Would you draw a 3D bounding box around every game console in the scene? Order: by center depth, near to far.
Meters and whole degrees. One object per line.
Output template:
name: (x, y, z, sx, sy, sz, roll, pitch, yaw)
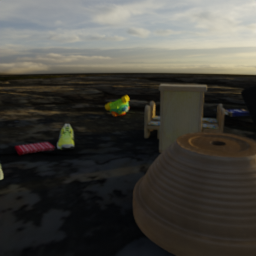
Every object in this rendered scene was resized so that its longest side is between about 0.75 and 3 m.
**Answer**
game console: (6.200, -0.695, 11.009, 2.436, 1.612, 2.770, 23, 41, -19)

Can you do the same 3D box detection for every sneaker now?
sneaker: (-1.996, 0.293, 8.895, 0.545, 0.553, 1.446, -2, 17, -15)

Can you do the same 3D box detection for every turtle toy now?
turtle toy: (-0.403, -0.999, 13.424, 1.120, 0.777, 1.537, -22, 8, 11)

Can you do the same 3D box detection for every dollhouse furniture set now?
dollhouse furniture set: (1.839, -0.539, 9.283, 2.591, 1.964, 2.957, 3, 15, 13)

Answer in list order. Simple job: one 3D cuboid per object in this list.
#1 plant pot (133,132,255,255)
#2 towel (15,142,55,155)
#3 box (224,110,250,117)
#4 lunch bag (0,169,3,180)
plant pot: (1.554, 0.903, 4.955, 2.949, 1.361, 2.949, 1, 15, 0)
towel: (-2.855, 0.617, 8.531, 1.054, 0.118, 0.762, -7, 14, -31)
box: (5.370, -0.728, 13.594, 1.276, 0.207, 0.773, -1, 14, -10)
lunch bag: (-4.323, 0.649, 5.264, 2.744, 1.744, 2.327, -1, 13, 23)
